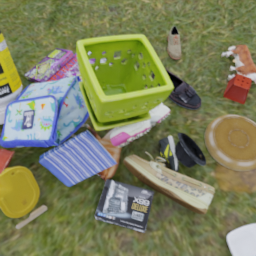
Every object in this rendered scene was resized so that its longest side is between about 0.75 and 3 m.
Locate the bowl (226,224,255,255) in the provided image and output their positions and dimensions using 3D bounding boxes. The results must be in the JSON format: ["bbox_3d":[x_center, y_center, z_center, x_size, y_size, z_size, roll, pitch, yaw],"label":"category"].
[{"bbox_3d":[3.160,3.140,7.277,1.087,0.406,1.085,-16,64,-7],"label":"bowl"}]

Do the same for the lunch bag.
[{"bbox_3d":[-2.395,-0.348,8.111,1.942,1.456,2.284,-4,44,26],"label":"lunch bag"}]

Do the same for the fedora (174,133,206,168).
[{"bbox_3d":[1.704,0.724,8.146,0.548,1.199,1.199,-45,63,22],"label":"fedora"}]

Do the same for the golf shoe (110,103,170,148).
[{"bbox_3d":[0.182,-0.361,8.186,1.267,1.042,2.768,57,36,-1],"label":"golf shoe"}]

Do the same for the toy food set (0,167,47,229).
[{"bbox_3d":[-2.957,1.730,7.361,0.587,1.797,1.057,17,41,38],"label":"toy food set"}]

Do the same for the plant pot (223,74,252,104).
[{"bbox_3d":[3.849,-1.404,9.679,0.759,0.670,0.760,23,63,12],"label":"plant pot"}]

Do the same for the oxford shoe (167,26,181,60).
[{"bbox_3d":[1.772,-3.287,10.798,0.512,0.543,1.453,-4,61,-2],"label":"oxford shoe"}]

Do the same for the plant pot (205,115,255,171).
[{"bbox_3d":[3.474,0.377,8.894,2.021,0.278,2.021,0,59,-1],"label":"plant pot"}]

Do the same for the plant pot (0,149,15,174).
[{"bbox_3d":[-4.048,0.981,7.706,1.283,1.319,1.319,27,61,-16],"label":"plant pot"}]

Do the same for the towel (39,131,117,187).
[{"bbox_3d":[-1.392,0.910,7.581,1.790,1.296,0.213,-28,27,23],"label":"towel"}]

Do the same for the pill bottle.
[{"bbox_3d":[-4.199,-1.616,8.413,1.611,2.819,1.611,-8,33,5],"label":"pill bottle"}]

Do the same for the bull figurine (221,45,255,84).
[{"bbox_3d":[4.148,-2.260,10.196,1.113,0.597,1.833,-5,61,-3],"label":"bull figurine"}]

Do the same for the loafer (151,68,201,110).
[{"bbox_3d":[1.652,-1.402,9.681,2.076,0.654,0.746,39,68,19],"label":"loafer"}]

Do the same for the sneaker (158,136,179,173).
[{"bbox_3d":[1.242,0.848,8.609,0.521,0.459,1.232,-13,58,10],"label":"sneaker"}]

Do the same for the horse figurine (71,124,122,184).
[{"bbox_3d":[-0.505,0.105,8.761,1.831,0.689,2.762,39,61,5],"label":"horse figurine"}]

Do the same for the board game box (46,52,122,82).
[{"bbox_3d":[-1.657,-1.882,10.128,1.639,0.441,2.730,31,65,21],"label":"board game box"}]

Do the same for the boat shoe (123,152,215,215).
[{"bbox_3d":[1.110,1.432,7.915,2.641,0.968,0.828,31,73,7],"label":"boat shoe"}]

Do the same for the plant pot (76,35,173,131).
[{"bbox_3d":[-0.229,-0.985,6.701,1.765,1.602,1.757,-13,63,-21],"label":"plant pot"}]

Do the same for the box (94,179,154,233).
[{"bbox_3d":[-0.083,2.167,7.837,1.423,0.354,1.122,14,59,8],"label":"box"}]

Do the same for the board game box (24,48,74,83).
[{"bbox_3d":[-2.872,-2.274,10.212,1.016,0.273,1.693,19,59,41],"label":"board game box"}]
